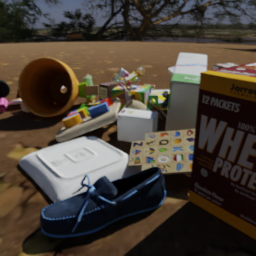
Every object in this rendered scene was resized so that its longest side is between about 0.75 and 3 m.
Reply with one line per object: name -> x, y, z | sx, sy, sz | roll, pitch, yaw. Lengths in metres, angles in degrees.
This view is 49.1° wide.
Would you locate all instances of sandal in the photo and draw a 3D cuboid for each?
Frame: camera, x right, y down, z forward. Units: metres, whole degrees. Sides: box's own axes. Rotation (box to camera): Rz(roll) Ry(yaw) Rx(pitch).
sandal -> -4.523, -1.875, 13.610 | 1.135, 0.849, 2.962 | -2, 20, 43

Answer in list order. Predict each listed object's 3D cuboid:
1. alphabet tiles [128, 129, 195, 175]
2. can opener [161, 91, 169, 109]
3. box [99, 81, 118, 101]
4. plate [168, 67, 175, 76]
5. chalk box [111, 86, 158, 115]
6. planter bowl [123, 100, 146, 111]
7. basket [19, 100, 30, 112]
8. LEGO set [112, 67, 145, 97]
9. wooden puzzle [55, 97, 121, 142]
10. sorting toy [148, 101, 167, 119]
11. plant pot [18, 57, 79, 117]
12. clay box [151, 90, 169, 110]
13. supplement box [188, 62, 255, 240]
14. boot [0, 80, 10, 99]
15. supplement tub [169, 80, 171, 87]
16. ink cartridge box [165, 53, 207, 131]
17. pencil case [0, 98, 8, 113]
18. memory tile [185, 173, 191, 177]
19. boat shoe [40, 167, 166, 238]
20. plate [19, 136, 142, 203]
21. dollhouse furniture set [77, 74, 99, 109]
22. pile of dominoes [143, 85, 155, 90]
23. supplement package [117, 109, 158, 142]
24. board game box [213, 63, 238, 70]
alphabet tiles -> 1.137, 0.603, 7.448 | 2.213, 0.070, 1.841 | -5, 31, 10
can opener -> 1.525, -1.136, 11.425 | 0.456, 0.362, 1.373 | 25, 27, 3
box -> -0.644, -1.789, 13.501 | 0.617, 0.825, 1.647 | 16, 25, 32
plate -> 3.637, -2.582, 15.387 | 2.546, 0.412, 2.552 | 41, 37, 18
chalk box -> 0.343, -1.120, 11.807 | 1.840, 1.145, 1.139 | 6, 22, 19
planter bowl -> 0.181, -0.665, 10.125 | 0.814, 0.548, 0.814 | -38, 25, 21
basket -> -4.345, -1.043, 12.485 | 0.549, 0.499, 0.810 | 15, 25, 34
LEGO set -> 0.127, -1.794, 11.116 | 0.806, 0.996, 2.165 | 48, 28, 10
wooden puzzle -> -1.379, -0.471, 9.879 | 2.187, 0.547, 2.361 | -20, 18, 8
sorting toy -> 1.126, -0.633, 10.940 | 0.706, 0.248, 1.465 | 40, 2, 34
plant pot -> -3.128, -1.720, 12.153 | 2.354, 2.354, 2.155 | 4, 7, 9
clay box -> 1.598, -1.256, 12.759 | 1.127, 0.467, 1.961 | -2, 25, -2
supplement box -> 3.045, 0.230, 5.958 | 2.898, 2.938, 1.951 | -17, 27, -36
boot -> -7.417, -2.177, 14.490 | 2.940, 1.106, 2.198 | -3, 22, -5
supplement tub -> 2.876, -2.576, 15.912 | 0.818, 0.818, 1.335 | 12, 25, 28
ink cartridge box -> 2.219, -1.372, 10.510 | 1.218, 2.022, 2.783 | 7, 35, 10
pencil case -> -5.609, -0.987, 12.493 | 0.429, 0.443, 0.945 | 41, 4, -27
memory tile -> 1.473, 0.812, 8.266 | 2.147, 0.180, 1.646 | 18, 28, 36
boat shoe -> -0.493, 1.362, 5.843 | 2.721, 0.934, 1.145 | -13, 25, -30
plate -> -1.315, 0.899, 7.719 | 2.636, 0.426, 2.630 | -17, 28, -36
dollhouse furniture set -> -1.505, -1.616, 12.734 | 1.037, 1.353, 2.066 | -2, 22, 4
pile of dominoes -> 0.611, -1.738, 14.326 | 2.091, 0.427, 2.683 | 8, 23, 19
supplement package -> 0.310, -0.052, 9.347 | 1.222, 0.952, 0.678 | 7, 26, 17
board game box -> 5.120, -2.068, 13.411 | 1.038, 1.709, 2.144 | -11, 24, -23
